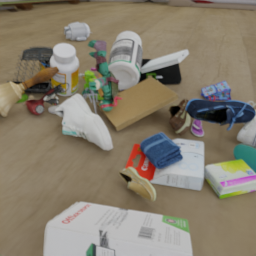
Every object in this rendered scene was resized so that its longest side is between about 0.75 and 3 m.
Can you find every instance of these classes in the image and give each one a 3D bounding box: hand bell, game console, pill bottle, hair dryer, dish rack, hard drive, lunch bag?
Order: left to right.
[{"bbox_3d":[-3.993,-1.696,11.070,2.752,1.433,1.433,-30,39,-11],"label":"hand bell"},{"bbox_3d":[-4.405,-2.812,13.224,2.033,0.723,2.650,3,69,4],"label":"dish rack"},{"bbox_3d":[-3.380,-1.100,11.425,2.026,0.550,1.543,-11,33,19],"label":"hair dryer"},{"bbox_3d":[-2.768,-2.525,12.231,1.206,2.172,1.206,6,53,-8],"label":"pill bottle"},{"bbox_3d":[-0.117,-3.235,13.153,1.542,1.542,2.727,4,50,6],"label":"pill bottle"},{"bbox_3d":[1.281,-2.882,14.913,2.648,1.541,2.329,-2,61,-4],"label":"game console"},{"bbox_3d":[1.694,-3.106,13.128,1.989,0.261,1.311,-8,26,37],"label":"hard drive"},{"bbox_3d":[3.904,-1.592,12.662,1.224,0.576,0.922,-10,32,8],"label":"lunch bag"}]

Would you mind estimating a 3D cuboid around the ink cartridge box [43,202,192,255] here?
[{"bbox_3d":[-0.111,2.200,5.176,2.398,1.011,1.752,6,-1,11],"label":"ink cartridge box"}]

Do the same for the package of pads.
[{"bbox_3d":[2.853,1.370,7.751,1.281,0.437,0.990,-8,33,-15],"label":"package of pads"}]

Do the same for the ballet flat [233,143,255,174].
[{"bbox_3d":[4.054,1.195,7.916,0.864,0.864,2.328,-17,37,-25],"label":"ballet flat"}]

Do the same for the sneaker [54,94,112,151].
[{"bbox_3d":[-1.580,-0.012,9.505,1.258,1.069,2.842,-29,47,-18],"label":"sneaker"}]

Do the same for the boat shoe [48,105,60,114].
[{"bbox_3d":[-2.738,-0.785,11.292,1.015,0.354,0.360,4,56,5],"label":"boat shoe"}]

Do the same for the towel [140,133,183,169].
[{"bbox_3d":[0.933,0.625,8.427,0.933,0.406,1.672,-24,22,-6],"label":"towel"}]

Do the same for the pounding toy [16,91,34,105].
[{"bbox_3d":[-4.730,-1.415,12.328,0.957,0.444,0.739,16,35,25],"label":"pounding toy"}]

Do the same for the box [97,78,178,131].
[{"bbox_3d":[0.292,-1.022,11.048,2.661,0.283,2.176,-27,35,-10],"label":"box"}]

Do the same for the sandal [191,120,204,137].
[{"bbox_3d":[2.523,-0.053,10.260,0.447,0.270,1.098,3,32,5],"label":"sandal"}]

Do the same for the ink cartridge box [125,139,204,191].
[{"bbox_3d":[1.108,0.933,8.410,2.250,0.532,1.801,8,32,11],"label":"ink cartridge box"}]

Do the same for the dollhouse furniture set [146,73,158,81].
[{"bbox_3d":[0.650,-2.010,13.023,1.445,0.725,0.946,-4,32,-5],"label":"dollhouse furniture set"}]

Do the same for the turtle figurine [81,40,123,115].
[{"bbox_3d":[-1.092,-1.694,10.755,1.479,2.937,2.199,1,-11,-22],"label":"turtle figurine"}]

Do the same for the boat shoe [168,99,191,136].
[{"bbox_3d":[1.915,-0.623,10.384,0.814,0.813,2.202,38,29,-9],"label":"boat shoe"}]

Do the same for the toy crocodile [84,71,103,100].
[{"bbox_3d":[-1.588,-2.027,12.998,0.730,0.798,2.365,-5,32,-20],"label":"toy crocodile"}]

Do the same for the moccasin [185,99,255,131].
[{"bbox_3d":[3.022,-0.356,9.032,2.352,0.946,0.802,0,35,-7],"label":"moccasin"}]

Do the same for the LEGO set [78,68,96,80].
[{"bbox_3d":[-2.134,-2.754,14.575,1.144,0.437,0.470,-32,40,-32],"label":"LEGO set"}]

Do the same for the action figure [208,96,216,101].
[{"bbox_3d":[3.162,-0.955,11.298,0.356,0.539,1.090,-2,50,45],"label":"action figure"}]

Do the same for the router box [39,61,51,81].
[{"bbox_3d":[-3.887,-2.931,14.213,1.433,1.069,0.366,20,36,30],"label":"router box"}]

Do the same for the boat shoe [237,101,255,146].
[{"bbox_3d":[4.559,-0.314,10.071,1.214,1.052,2.848,20,46,30],"label":"boat shoe"}]

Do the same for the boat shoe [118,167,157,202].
[{"bbox_3d":[0.195,1.485,7.221,0.495,0.466,1.301,-5,24,-35],"label":"boat shoe"}]

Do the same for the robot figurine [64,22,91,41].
[{"bbox_3d":[-3.813,-7.332,21.318,2.069,1.168,1.754,-15,73,-24],"label":"robot figurine"}]

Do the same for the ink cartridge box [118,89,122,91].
[{"bbox_3d":[-0.631,-2.117,13.664,1.130,0.250,0.531,20,37,29],"label":"ink cartridge box"}]
